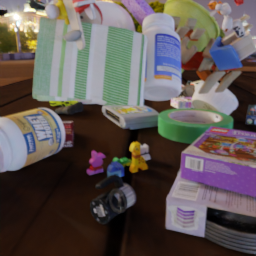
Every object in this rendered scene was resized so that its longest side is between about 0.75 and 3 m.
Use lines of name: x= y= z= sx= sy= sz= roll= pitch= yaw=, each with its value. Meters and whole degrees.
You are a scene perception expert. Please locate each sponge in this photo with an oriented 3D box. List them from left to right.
sponge: x=0.488 y=-3.554 z=8.814 sx=0.289 sy=1.936 sz=1.080 roll=-38 pitch=-1 yaw=-2

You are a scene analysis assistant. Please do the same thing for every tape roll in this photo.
tape roll: x=2.288 y=-0.123 z=9.694 sx=2.496 sy=0.600 sz=2.496 roll=0 pitch=18 yaw=0

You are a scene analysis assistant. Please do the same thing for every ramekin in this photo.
ramekin: x=3.286 y=-0.996 z=10.950 sx=1.736 sy=0.808 sz=1.736 roll=35 pitch=-9 yaw=7

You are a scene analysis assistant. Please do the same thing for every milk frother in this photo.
milk frother: x=-0.142 y=1.269 z=4.962 sx=0.804 sy=0.726 sz=0.757 roll=10 pitch=20 yaw=38

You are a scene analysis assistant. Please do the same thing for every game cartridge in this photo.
game cartridge: x=0.142 y=-0.541 z=11.298 sx=1.718 sy=0.521 sz=2.577 roll=-4 pitch=17 yaw=-24

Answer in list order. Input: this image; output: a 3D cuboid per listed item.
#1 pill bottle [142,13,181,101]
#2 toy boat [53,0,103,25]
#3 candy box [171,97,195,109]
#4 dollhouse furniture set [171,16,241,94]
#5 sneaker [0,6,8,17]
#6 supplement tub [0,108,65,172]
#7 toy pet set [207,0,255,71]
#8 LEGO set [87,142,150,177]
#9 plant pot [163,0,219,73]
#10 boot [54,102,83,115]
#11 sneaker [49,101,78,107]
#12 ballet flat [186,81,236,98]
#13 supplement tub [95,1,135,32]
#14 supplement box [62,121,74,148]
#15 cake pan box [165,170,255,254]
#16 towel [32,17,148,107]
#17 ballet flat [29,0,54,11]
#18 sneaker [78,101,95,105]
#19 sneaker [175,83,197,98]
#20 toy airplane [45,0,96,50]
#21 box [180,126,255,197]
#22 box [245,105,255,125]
pill bottle: x=0.815 y=-1.900 z=7.530 sx=1.189 sy=2.123 sz=1.189 roll=2 pitch=-15 yaw=1
toy boat: x=-1.423 y=-2.762 z=7.587 sx=1.294 sy=1.983 sz=1.296 roll=27 pitch=45 yaw=-11
candy box: x=2.716 y=-1.195 z=13.495 sx=1.071 sy=0.383 sz=0.899 roll=-4 pitch=18 yaw=-13
dollhouse furniture set: x=2.677 y=-2.380 z=9.795 sx=2.707 sy=1.410 sz=2.736 roll=-9 pitch=58 yaw=-32
sneaker: x=-3.876 y=-3.420 z=7.618 sx=1.151 sy=0.538 sz=0.405 roll=5 pitch=-12 yaw=-10
supplement tub: x=-2.673 y=0.289 z=7.095 sx=1.329 sy=1.329 sz=1.837 roll=10 pitch=20 yaw=30
toy pet set: x=2.578 y=-2.685 z=7.797 sx=1.081 sy=1.901 sz=2.036 roll=-32 pitch=29 yaw=15
LEGO set: x=-0.061 y=0.688 z=6.836 sx=1.789 sy=0.734 sz=0.682 roll=-11 pitch=21 yaw=-31
plant pot: x=2.014 y=-3.564 z=11.795 sx=2.642 sy=2.429 sz=2.642 roll=34 pitch=-4 yaw=3
boot: x=-2.636 y=-0.878 z=12.466 sx=0.868 sy=0.450 sz=1.329 roll=0 pitch=15 yaw=22
sneaker: x=-3.001 y=-1.345 z=13.450 sx=1.899 sy=0.703 sz=0.793 roll=13 pitch=25 yaw=36
ballet flat: x=4.448 y=-2.108 z=15.432 sx=2.908 sy=1.079 sz=1.079 roll=12 pitch=21 yaw=34
supplement tub: x=-0.886 y=-3.003 z=10.263 sx=2.101 sy=2.101 sz=2.905 roll=-1 pitch=-3 yaw=-4
supplement box: x=-2.138 y=0.192 z=8.921 sx=0.790 sy=0.442 sz=1.451 roll=-2 pitch=17 yaw=-9
cake pan box: x=2.135 y=1.223 z=5.245 sx=2.398 sy=0.681 sz=2.604 roll=5 pitch=17 yaw=20
towel: x=-0.863 y=-1.511 z=6.671 sx=2.601 sy=1.984 sz=0.304 roll=5 pitch=-6 yaw=-6
ballet flat: x=-2.890 y=-4.397 z=10.150 sx=1.479 sy=0.506 sz=0.503 roll=16 pitch=29 yaw=0
sneaker: x=-1.637 y=-1.824 z=14.255 sx=1.878 sy=1.134 sz=0.785 roll=-3 pitch=18 yaw=-11
sneaker: x=2.818 y=-1.756 z=14.714 sx=1.034 sy=0.973 sz=2.525 roll=-15 pitch=10 yaw=-15
toy airplane: x=-1.260 y=-2.495 z=5.873 sx=0.934 sy=1.318 sz=1.324 roll=-23 pitch=69 yaw=-22
box: x=2.607 y=0.654 z=5.039 sx=2.821 sy=0.551 sz=1.930 roll=11 pitch=20 yaw=30
box: x=5.501 y=-0.491 z=11.241 sx=1.341 sy=0.370 sz=1.964 roll=8 pitch=19 yaw=24
